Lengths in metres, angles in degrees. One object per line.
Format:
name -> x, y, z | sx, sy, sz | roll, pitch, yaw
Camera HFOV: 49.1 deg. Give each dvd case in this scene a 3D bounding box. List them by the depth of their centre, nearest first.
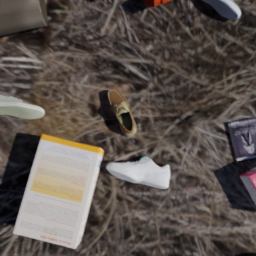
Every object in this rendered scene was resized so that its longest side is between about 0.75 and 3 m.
dvd case -> 3.718, 0.376, 8.751 | 0.959, 0.103, 1.290 | -11, 82, -1

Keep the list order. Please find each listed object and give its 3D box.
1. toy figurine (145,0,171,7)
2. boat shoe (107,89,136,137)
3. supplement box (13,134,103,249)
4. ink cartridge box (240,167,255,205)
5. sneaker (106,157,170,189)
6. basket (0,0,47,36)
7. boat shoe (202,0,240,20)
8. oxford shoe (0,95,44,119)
toy figurine -> 1.061, -5.329, 8.484 | 1.749, 2.514, 2.475 | -31, 80, -14
boat shoe -> -0.169, -0.503, 8.651 | 0.598, 0.584, 1.581 | -27, 82, -4
supplement box -> -1.911, 1.763, 8.064 | 1.762, 1.028, 2.796 | 14, 81, 2
ink cartridge box -> 4.475, 1.588, 8.241 | 1.768, 0.746, 1.280 | -27, 82, -4
sneaker -> 0.327, 1.214, 8.416 | 1.904, 0.717, 0.843 | 15, 70, -4
basket -> -3.954, -3.795, 8.639 | 2.580, 1.755, 2.326 | -8, 66, -6
boat shoe -> 3.037, -4.270, 9.237 | 1.759, 0.633, 0.546 | 41, 82, 9
oxford shoe -> -3.533, -0.687, 8.682 | 1.907, 0.717, 0.551 | 8, 54, 1
